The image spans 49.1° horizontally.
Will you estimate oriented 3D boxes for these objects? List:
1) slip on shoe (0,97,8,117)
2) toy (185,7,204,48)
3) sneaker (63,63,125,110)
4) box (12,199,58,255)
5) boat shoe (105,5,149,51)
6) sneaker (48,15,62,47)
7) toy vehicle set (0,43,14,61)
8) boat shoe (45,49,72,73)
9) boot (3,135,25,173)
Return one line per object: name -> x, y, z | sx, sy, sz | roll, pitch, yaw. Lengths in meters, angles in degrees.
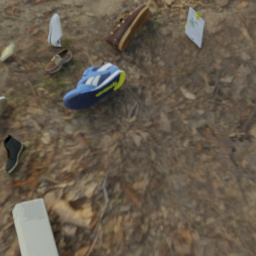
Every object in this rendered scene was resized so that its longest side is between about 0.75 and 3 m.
slip on shoe -> -4.729, -0.540, 10.112 | 0.404, 0.507, 1.333 | 14, 56, 21
toy -> 2.740, -4.230, 11.926 | 0.994, 0.408, 1.726 | 34, 58, -26
sneaker -> -1.380, -1.583, 10.486 | 2.597, 0.960, 1.068 | -34, 67, -23
box -> -2.673, 3.194, 8.100 | 0.855, 0.711, 2.081 | -4, 59, -36
boat shoe -> -0.009, -4.396, 11.842 | 0.876, 0.876, 2.490 | 31, 68, 11
sneaker -> -2.927, -3.989, 11.523 | 0.516, 1.282, 0.490 | 25, 37, 12
toy vehicle set -> -4.904, -3.073, 11.376 | 0.769, 0.102, 0.478 | -18, 58, 36
boat shoe -> -2.838, -2.730, 11.252 | 0.502, 0.476, 1.325 | 35, 69, 17
boot -> -3.979, 0.856, 9.315 | 0.434, 0.775, 1.120 | 0, 59, 18
